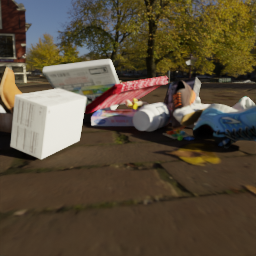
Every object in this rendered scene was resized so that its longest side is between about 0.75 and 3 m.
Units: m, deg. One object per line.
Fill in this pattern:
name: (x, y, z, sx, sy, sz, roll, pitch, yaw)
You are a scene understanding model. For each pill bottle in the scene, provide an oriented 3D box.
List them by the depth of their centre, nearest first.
pill bottle: (0.690, -0.308, 8.219, 0.767, 0.767, 1.282, 7, 13, 31)

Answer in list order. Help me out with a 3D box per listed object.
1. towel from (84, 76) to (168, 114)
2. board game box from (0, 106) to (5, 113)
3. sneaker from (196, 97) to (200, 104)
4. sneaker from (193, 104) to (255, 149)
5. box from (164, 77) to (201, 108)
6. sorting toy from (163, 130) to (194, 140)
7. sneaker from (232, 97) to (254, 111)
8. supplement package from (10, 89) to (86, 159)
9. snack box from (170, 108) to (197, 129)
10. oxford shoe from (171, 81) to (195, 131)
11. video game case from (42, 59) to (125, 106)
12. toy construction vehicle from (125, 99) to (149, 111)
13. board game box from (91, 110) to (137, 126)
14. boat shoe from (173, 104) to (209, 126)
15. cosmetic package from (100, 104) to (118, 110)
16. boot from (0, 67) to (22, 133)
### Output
towel: (-0.058, -1.099, 9.438, 2.649, 0.298, 1.916, -18, -6, -44)
board game box: (-4.632, -0.353, 9.169, 1.868, 0.476, 2.779, -6, 13, -26)
sneaker: (2.199, -1.167, 10.650, 0.602, 0.965, 1.636, -2, -11, -10)
sneaker: (2.443, 0.120, 6.234, 1.065, 0.928, 2.368, -42, 24, -23)
box: (1.855, -1.022, 9.891, 1.147, 1.454, 0.362, -5, -34, 43)
sorting toy: (1.310, 0.151, 7.519, 0.597, 0.145, 1.061, -5, 12, -22)
sneaker: (3.417, -0.477, 8.517, 0.835, 0.982, 2.220, -3, 12, -9)
supplement package: (-1.635, -0.148, 5.913, 0.777, 1.091, 1.401, 18, 19, 18)
snack box: (1.680, -0.330, 8.975, 0.169, 0.498, 1.387, -30, 23, -21)
oxford shoe: (1.522, -0.681, 8.388, 0.697, 0.710, 1.958, -23, 30, 32)
video game case: (-1.727, -1.731, 11.684, 2.780, 0.306, 2.535, -4, -33, 12)
toy construction vehicle: (0.659, -0.672, 9.551, 1.392, 0.490, 1.212, 20, 17, -20)
board game box: (-0.342, -0.364, 9.592, 1.617, 0.333, 1.620, 0, 11, 1)
boat shoe: (1.847, -0.448, 7.573, 1.523, 0.539, 0.528, -9, 36, -37)
cosmetic package: (-0.666, -0.992, 10.847, 0.482, 0.897, 0.380, 25, -17, 34)
boot: (-2.825, -0.689, 7.685, 1.402, 1.813, 0.668, 5, -10, -31)
